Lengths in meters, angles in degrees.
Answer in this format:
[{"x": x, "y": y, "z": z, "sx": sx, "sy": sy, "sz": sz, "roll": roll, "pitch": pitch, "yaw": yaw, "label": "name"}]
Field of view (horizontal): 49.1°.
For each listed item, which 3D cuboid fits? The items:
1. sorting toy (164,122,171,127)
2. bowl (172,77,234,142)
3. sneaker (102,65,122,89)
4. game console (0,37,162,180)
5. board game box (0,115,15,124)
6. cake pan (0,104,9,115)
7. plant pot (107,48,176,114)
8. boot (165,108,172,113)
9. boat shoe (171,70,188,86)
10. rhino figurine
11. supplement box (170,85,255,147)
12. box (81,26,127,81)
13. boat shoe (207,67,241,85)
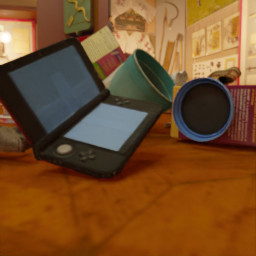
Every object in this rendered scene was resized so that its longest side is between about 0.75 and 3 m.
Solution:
[{"x": 2.441, "y": -0.219, "z": 9.998, "sx": 1.619, "sy": 0.291, "sz": 2.173, "roll": 4, "pitch": 8, "yaw": 30, "label": "sorting toy"}, {"x": 1.548, "y": -0.380, "z": 5.812, "sx": 1.312, "sy": 1.312, "sz": 0.258, "roll": 6, "pitch": 8, "yaw": 38, "label": "bowl"}, {"x": -0.167, "y": -1.295, "z": 10.158, "sx": 2.714, "sy": 1.518, "sz": 0.991, "roll": -32, "pitch": 24, "yaw": 30, "label": "sneaker"}, {"x": -0.627, "y": -0.519, "z": 4.644, "sx": 1.975, "sy": 1.360, "sz": 2.291, "roll": 13, "pitch": 34, "yaw": 21, "label": "game console"}, {"x": -4.770, "y": -0.349, "z": 11.336, "sx": 2.292, "sy": 0.223, "sz": 1.180, "roll": 3, "pitch": 9, "yaw": 23, "label": "board game box"}, {"x": -4.416, "y": -0.797, "z": 12.859, "sx": 2.686, "sy": 0.493, "sz": 2.686, "roll": 2, "pitch": 2, "yaw": 0, "label": "cake pan"}, {"x": 0.241, "y": -1.010, "z": 8.639, "sx": 1.932, "sy": 2.056, "sz": 2.056, "roll": -38, "pitch": -13, "yaw": 28, "label": "plant pot"}, {"x": 2.025, "y": -1.238, "z": 15.214, "sx": 2.096, "sy": 0.981, "sz": 2.696, "roll": 3, "pitch": 7, "yaw": 24, "label": "boot"}, {"x": 1.742, "y": -1.667, "z": 9.988, "sx": 0.524, "sy": 0.577, "sz": 1.568, "roll": -23, "pitch": 4, "yaw": 29, "label": "boat shoe"}, {"x": -2.840, "y": 0.177, "z": 4.912, "sx": 2.798, "sy": 0.836, "sz": 1.223, "roll": 1, "pitch": 7, "yaw": -7, "label": "rhino figurine"}, {"x": 2.514, "y": -0.319, "z": 6.606, "sx": 2.535, "sy": 1.308, "sz": 1.659, "roll": 6, "pitch": 6, "yaw": 41, "label": "supplement box"}, {"x": -1.244, "y": -2.460, "z": 11.382, "sx": 2.430, "sy": 1.175, "sz": 2.137, "roll": -31, "pitch": -25, "yaw": 5, "label": "box"}, {"x": 2.379, "y": -1.255, "z": 7.236, "sx": 0.401, "sy": 0.411, "sz": 1.086, "roll": -49, "pitch": 15, "yaw": -24, "label": "boat shoe"}]
